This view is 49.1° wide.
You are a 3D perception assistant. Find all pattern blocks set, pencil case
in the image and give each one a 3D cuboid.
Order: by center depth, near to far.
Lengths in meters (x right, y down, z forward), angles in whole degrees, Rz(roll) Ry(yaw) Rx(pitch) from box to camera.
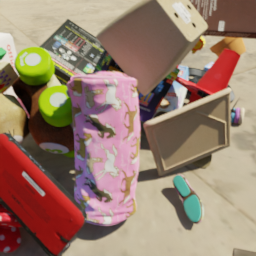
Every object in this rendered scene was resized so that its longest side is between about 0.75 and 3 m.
[{"bbox_3d":[-0.440,0.387,5.111,1.150,2.777,1.201,-12,18,-39],"label":"pencil case"},{"bbox_3d":[-2.987,-0.934,6.192,0.216,2.663,2.341,45,70,-6],"label":"pattern blocks set"}]

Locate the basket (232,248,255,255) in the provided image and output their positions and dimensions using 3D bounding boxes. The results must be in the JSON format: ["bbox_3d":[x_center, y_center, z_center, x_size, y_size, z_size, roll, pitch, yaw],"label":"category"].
[{"bbox_3d":[2.095,2.277,4.369,0.921,0.626,0.830,9,13,20],"label":"basket"}]

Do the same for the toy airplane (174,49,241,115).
[{"bbox_3d":[1.678,-1.062,7.209,2.508,2.508,0.461,28,16,34],"label":"toy airplane"}]

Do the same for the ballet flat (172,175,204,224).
[{"bbox_3d":[1.267,1.451,5.707,0.395,0.406,1.142,-39,43,13],"label":"ballet flat"}]

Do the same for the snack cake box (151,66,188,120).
[{"bbox_3d":[0.299,-1.137,8.440,2.715,0.912,1.561,12,65,19],"label":"snack cake box"}]

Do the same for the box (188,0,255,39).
[{"bbox_3d":[2.039,-2.356,5.820,1.699,0.851,0.637,4,10,4],"label":"box"}]

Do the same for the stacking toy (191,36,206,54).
[{"bbox_3d":[1.218,-2.813,7.421,2.040,0.479,1.538,29,42,7],"label":"stacking toy"}]

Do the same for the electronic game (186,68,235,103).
[{"bbox_3d":[2.601,-1.468,9.677,2.238,0.466,2.238,13,34,-9],"label":"electronic game"}]

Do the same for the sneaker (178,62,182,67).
[{"bbox_3d":[1.251,-2.090,7.795,0.436,0.525,1.100,12,55,-39],"label":"sneaker"}]

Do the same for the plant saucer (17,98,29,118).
[{"bbox_3d":[-2.428,-1.152,8.864,2.480,0.629,2.480,-8,42,8],"label":"plant saucer"}]

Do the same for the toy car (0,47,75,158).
[{"bbox_3d":[-2.512,0.013,6.158,2.765,2.271,2.182,-30,70,-15],"label":"toy car"}]

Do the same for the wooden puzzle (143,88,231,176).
[{"bbox_3d":[1.310,0.134,5.953,1.807,1.953,0.364,-22,48,-2],"label":"wooden puzzle"}]

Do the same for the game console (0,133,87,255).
[{"bbox_3d":[-1.348,1.006,4.433,1.738,1.498,1.032,42,27,10],"label":"game console"}]

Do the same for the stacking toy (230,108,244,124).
[{"bbox_3d":[2.867,-0.419,8.456,1.156,0.493,0.493,8,35,19],"label":"stacking toy"}]

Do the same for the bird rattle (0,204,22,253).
[{"bbox_3d":[-2.657,1.085,5.424,2.835,1.597,2.311,16,18,21],"label":"bird rattle"}]

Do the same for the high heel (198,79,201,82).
[{"bbox_3d":[2.764,-1.064,8.518,0.668,0.469,1.394,-17,54,-25],"label":"high heel"}]

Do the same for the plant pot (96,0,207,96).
[{"bbox_3d":[0.582,-1.761,5.268,1.460,1.295,1.462,50,45,-6],"label":"plant pot"}]

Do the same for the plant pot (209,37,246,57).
[{"bbox_3d":[2.892,-2.276,7.979,0.939,0.657,0.939,-33,3,2],"label":"plant pot"}]

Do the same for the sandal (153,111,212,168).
[{"bbox_3d":[1.440,0.250,7.208,1.821,0.668,0.599,44,9,14],"label":"sandal"}]

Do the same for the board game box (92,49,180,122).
[{"bbox_3d":[0.108,-1.066,6.494,1.886,1.559,0.535,16,19,-39],"label":"board game box"}]

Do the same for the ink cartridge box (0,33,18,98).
[{"bbox_3d":[-4.570,-1.342,8.243,1.255,2.173,2.977,8,34,13],"label":"ink cartridge box"}]

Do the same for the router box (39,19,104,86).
[{"bbox_3d":[-1.203,-1.681,7.452,2.150,0.668,1.611,33,57,-3],"label":"router box"}]

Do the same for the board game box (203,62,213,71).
[{"bbox_3d":[3.747,-2.459,11.642,0.970,0.178,0.734,24,41,31],"label":"board game box"}]
